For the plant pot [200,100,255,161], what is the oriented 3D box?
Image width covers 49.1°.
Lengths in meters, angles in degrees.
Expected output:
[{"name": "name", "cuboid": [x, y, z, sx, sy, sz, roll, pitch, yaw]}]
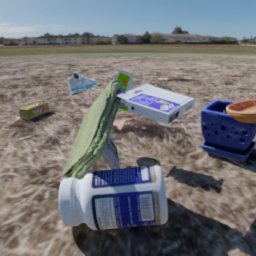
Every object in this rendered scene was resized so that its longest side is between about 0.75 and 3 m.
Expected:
[{"name": "plant pot", "cuboid": [3.660, 0.078, 9.970, 1.847, 1.661, 1.847, 13, 24, 31]}]

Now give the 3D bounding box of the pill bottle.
[{"name": "pill bottle", "cuboid": [-0.311, 1.579, 6.315, 2.259, 1.307, 1.307, -5, 20, 2]}]

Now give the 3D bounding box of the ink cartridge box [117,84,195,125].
[{"name": "ink cartridge box", "cuboid": [0.708, -0.658, 7.148, 1.510, 0.328, 1.496, 23, 31, 28]}]

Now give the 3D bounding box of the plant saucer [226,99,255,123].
[{"name": "plant saucer", "cuboid": [3.965, -0.517, 8.197, 2.056, 0.385, 2.056, -9, 12, 2]}]

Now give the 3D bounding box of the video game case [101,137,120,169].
[{"name": "video game case", "cuboid": [-0.613, 0.613, 8.426, 0.149, 1.181, 1.649, -30, 26, 8]}]

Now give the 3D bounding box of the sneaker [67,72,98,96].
[{"name": "sneaker", "cuboid": [-1.622, -1.660, 9.962, 0.621, 0.718, 1.657, -18, 11, 20]}]

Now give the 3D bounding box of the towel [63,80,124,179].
[{"name": "towel", "cuboid": [-0.878, 0.092, 7.238, 0.467, 1.897, 2.558, 28, 48, -19]}]

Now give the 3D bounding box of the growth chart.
[{"name": "growth chart", "cuboid": [-0.178, -1.237, 9.391, 1.028, 1.420, 0.126, -2, 15, -41]}]

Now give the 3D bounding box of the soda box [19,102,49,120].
[{"name": "soda box", "cuboid": [-4.788, -0.908, 14.341, 0.541, 0.511, 1.597, 8, 22, 23]}]
